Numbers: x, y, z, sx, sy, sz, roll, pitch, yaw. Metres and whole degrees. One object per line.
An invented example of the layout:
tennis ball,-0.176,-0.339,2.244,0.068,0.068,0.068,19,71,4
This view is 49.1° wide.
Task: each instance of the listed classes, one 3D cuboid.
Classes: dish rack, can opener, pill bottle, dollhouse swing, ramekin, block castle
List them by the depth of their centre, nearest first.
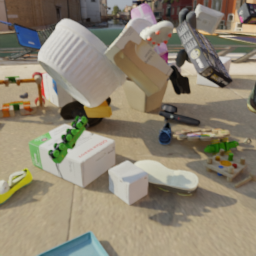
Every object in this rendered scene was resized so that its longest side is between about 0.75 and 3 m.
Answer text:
ramekin,-1.453,-1.770,8.374,1.354,2.579,2.579,-50,43,-10
can opener,2.113,-3.097,10.088,0.620,2.357,0.783,35,68,28
dollhouse swing,-1.169,-1.094,10.229,1.141,1.104,1.256,0,20,-7
dish rack,-3.622,-3.526,11.352,2.729,0.744,2.093,-32,25,-21
can opener,2.238,-0.458,12.289,1.883,0.740,0.597,22,24,22
pill bottle,1.709,-2.492,12.567,0.746,0.746,1.345,-13,9,-25
pill bottle,0.132,-3.665,12.920,1.552,1.552,2.667,-16,-10,-29
block castle,-5.371,-1.629,13.268,2.743,1.833,1.287,-8,25,-18

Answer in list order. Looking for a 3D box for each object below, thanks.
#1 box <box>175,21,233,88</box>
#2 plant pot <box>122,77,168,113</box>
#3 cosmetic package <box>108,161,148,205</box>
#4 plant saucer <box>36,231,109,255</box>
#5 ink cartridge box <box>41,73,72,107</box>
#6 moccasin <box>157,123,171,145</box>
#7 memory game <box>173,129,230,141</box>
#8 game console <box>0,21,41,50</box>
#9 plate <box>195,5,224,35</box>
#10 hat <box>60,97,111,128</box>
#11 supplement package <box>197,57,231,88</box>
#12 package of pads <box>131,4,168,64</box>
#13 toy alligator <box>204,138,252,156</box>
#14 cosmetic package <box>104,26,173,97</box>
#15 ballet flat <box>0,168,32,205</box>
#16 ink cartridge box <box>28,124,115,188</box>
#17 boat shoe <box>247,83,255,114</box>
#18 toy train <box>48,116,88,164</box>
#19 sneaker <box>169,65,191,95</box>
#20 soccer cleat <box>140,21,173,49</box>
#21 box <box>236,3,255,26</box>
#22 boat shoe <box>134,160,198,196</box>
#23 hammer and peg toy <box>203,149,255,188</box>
box,2.462,-2.353,9.060,1.600,0.487,1.985,15,48,-46
plant pot,0.830,-1.713,13.835,1.684,1.491,1.682,-24,35,-39
cosmetic package,0.004,1.525,7.894,0.738,0.742,0.887,-21,32,-37
plant saucer,-1.723,2.931,5.540,2.651,0.251,0.927,-16,30,-29
ink cartridge box,-3.868,-2.130,14.776,0.820,1.417,2.440,-17,30,-32
moccasin,1.434,0.192,11.020,0.541,0.458,1.344,3,26,7
memory game,2.754,0.230,10.586,2.150,0.137,2.150,-5,8,1
game console,-3.852,-3.282,9.958,0.748,1.079,1.265,-14,4,19
plate,2.883,-3.976,10.430,1.014,1.012,0.164,22,63,1
hat,-1.666,-0.524,11.819,2.246,2.246,0.906,-12,71,-24
supplement package,5.502,-3.637,17.927,1.441,1.423,2.376,16,30,29
package of pads,1.083,-4.528,14.131,1.090,2.880,1.735,-21,-12,4
toy alligator,3.455,0.647,9.985,1.963,0.582,0.533,-9,-2,-19
cosmetic package,0.294,-1.699,7.230,0.580,1.633,0.859,-22,31,57
ballet flat,-3.369,1.629,7.950,0.505,0.506,1.510,14,29,26
ink cartridge box,-1.781,0.825,9.094,2.284,0.960,1.667,16,30,31
boat shoe,4.592,-1.722,8.699,0.993,2.713,0.879,21,-5,10
toy train,-1.507,0.290,7.308,0.323,0.436,1.546,3,45,36
sneaker,2.171,-1.981,11.627,0.467,1.554,0.810,10,39,46
soccer cleat,0.869,-3.380,10.280,0.872,0.976,2.516,6,-10,-18
box,4.317,-3.929,9.703,0.906,0.554,0.481,-4,-17,-21
boat shoe,1.051,1.484,8.161,1.987,0.594,0.710,12,54,26
hammer and peg toy,3.229,1.240,8.752,1.071,0.513,1.456,-22,33,-38
